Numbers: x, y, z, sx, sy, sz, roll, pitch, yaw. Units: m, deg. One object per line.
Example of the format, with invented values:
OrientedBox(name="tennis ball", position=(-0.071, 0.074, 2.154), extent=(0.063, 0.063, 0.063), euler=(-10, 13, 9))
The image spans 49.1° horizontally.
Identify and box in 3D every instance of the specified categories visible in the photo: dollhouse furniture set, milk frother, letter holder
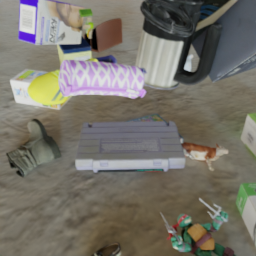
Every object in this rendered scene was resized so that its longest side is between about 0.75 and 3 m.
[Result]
OrientedBox(name="dollhouse furniture set", position=(-1.505, -3.632, 9.808), extent=(0.420, 1.088, 0.544), euler=(-13, 71, -18))
OrientedBox(name="milk frother", position=(0.801, -1.973, 6.744), extent=(2.349, 2.210, 2.120), euler=(-19, 44, -36))
OrientedBox(name="letter holder", position=(-1.434, -5.524, 16.284), extent=(1.107, 1.565, 2.202), euler=(23, 41, 30))

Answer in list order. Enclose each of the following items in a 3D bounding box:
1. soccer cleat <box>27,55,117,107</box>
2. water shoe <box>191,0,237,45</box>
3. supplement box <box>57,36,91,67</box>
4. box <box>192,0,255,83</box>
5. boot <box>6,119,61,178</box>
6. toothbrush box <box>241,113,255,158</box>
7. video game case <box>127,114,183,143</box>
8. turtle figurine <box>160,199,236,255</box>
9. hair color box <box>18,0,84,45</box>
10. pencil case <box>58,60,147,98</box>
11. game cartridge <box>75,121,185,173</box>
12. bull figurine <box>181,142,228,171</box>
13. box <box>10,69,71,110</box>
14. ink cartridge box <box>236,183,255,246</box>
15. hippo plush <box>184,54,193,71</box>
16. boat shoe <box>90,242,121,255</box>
OrientedBox(name="soccer cleat", position=(-0.932, -0.945, 4.987), extent=(0.622, 0.805, 1.925), euler=(51, 41, 8))
OrientedBox(name="water shoe", position=(2.568, -3.636, 9.040), extent=(2.462, 0.880, 0.972), euler=(-30, 72, 16))
OrientedBox(name="supplement box", position=(-2.333, -2.909, 12.327), extent=(1.163, 1.731, 1.733), euler=(-12, 36, -17))
OrientedBox(name="box", position=(3.278, -2.418, 7.176), extent=(2.223, 2.186, 1.305), euler=(-22, 81, -32))
OrientedBox(name="boot", position=(-3.013, 0.519, 8.346), extent=(1.367, 0.709, 2.093), euler=(-26, 41, -24))
OrientedBox(name="toothbrush box", position=(4.892, 0.337, 8.247), extent=(2.365, 1.018, 1.722), euler=(-6, 34, -7))
OrientedBox(name="video game case", position=(0.328, 0.258, 9.085), extent=(2.364, 0.210, 1.692), euler=(-15, 38, -21))
OrientedBox(name="turtle figurine", position=(1.526, 2.228, 5.640), extent=(1.339, 0.901, 1.789), euler=(-33, 60, -21))
OrientedBox(name="hair color box", position=(-2.467, -3.513, 9.316), extent=(0.787, 1.327, 2.429), euler=(19, 23, 17))
OrientedBox(name="pencil case", position=(-0.295, -0.548, 3.330), extent=(1.035, 0.435, 0.443), euler=(-2, 56, -29))
OrientedBox(name="game cartridge", position=(0.042, 0.503, 8.137), extent=(2.935, 0.563, 1.903), euler=(-1, 39, -1))
OrientedBox(name="bull figurine", position=(2.171, 0.770, 8.128), extent=(1.388, 0.452, 0.843), euler=(8, 35, 11))
OrientedBox(name="box", position=(-3.363, -1.530, 10.975), extent=(1.963, 0.995, 1.104), euler=(10, 37, 14))
OrientedBox(name="ink cartridge box", position=(3.305, 2.058, 5.975), extent=(1.323, 0.762, 1.812), euler=(-1, 35, -2))
OrientedBox(name="hippo plush", position=(2.120, -2.949, 13.104), extent=(1.522, 1.508, 1.893), euler=(22, 36, -15))
OrientedBox(name="boat shoe", position=(-0.537, 2.584, 5.663), extent=(0.853, 0.257, 0.315), euler=(-15, 37, -20))
